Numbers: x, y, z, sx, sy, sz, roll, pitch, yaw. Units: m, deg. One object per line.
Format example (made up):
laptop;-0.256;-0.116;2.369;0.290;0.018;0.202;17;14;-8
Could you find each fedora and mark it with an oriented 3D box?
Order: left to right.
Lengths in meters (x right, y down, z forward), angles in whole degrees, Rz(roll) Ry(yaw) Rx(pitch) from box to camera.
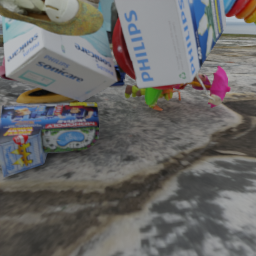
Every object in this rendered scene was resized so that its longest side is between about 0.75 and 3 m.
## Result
fedora;-2.397;-0.795;9.167;2.309;0.942;2.309;-5;22;2

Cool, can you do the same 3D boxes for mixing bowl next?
mixing bowl;0.463;-2.067;6.929;2.299;2.299;1.245;-15;12;-31

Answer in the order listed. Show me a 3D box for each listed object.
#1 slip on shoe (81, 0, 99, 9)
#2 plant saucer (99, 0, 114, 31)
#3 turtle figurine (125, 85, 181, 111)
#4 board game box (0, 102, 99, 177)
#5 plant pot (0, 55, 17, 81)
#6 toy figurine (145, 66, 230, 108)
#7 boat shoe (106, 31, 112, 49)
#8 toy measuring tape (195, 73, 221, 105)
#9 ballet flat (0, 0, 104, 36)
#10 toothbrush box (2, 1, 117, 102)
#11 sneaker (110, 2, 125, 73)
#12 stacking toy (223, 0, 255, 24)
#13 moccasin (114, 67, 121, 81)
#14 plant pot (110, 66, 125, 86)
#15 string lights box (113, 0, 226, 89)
slip on shoe;-1.038;-2.394;4.880;1.214;0.368;0.461;24;29;19
plant saucer;-0.550;-3.858;9.050;1.420;1.420;0.273;4;14;9
turtle figurine;0.868;-1.303;10.571;1.907;0.762;2.365;11;28;28
board game box;-2.088;0.158;7.045;2.705;0.834;2.703;-3;23;-6
plant pot;-2.793;-1.678;7.149;0.881;0.789;0.881;-2;-3;0
toy figurine;2.127;-1.634;9.904;2.692;2.196;2.925;13;13;-12
boat shoe;-1.139;-3.315;10.114;2.544;0.824;0.915;11;27;30
toy measuring tape;1.419;-1.889;5.536;1.063;2.890;1.063;-31;8;5
ballet flat;-0.907;-1.299;3.012;1.274;0.450;0.450;15;25;8
toothbrush box;-1.599;-2.344;6.472;1.253;2.938;2.151;-26;-22;30
sneaker;0.229;-2.570;8.037;1.380;2.408;0.921;-3;56;10
stacking toy;2.847;-2.476;5.764;1.924;1.056;1.116;26;27;-6
moccasin;-0.609;-1.691;8.327;0.481;0.456;1.246;-17;-9;12
plant pot;-0.599;-2.462;13.256;0.911;0.819;0.911;-3;23;-8
string lights box;0.720;-1.598;3.809;0.706;1.230;2.394;-2;31;30
